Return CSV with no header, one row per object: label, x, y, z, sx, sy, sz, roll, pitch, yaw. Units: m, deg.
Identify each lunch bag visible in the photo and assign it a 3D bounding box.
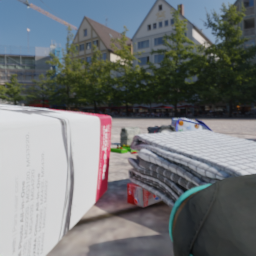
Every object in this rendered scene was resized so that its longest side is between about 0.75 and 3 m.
lunch bag,2.518,0.126,11.059,1.574,0.974,1.338,14,3,-1
lunch bag,0.089,0.292,10.193,0.782,0.656,0.545,-3,4,-43

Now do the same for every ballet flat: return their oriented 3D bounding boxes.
ballet flat,1.616,0.652,2.000,2.731,0.928,0.934,-12,17,-22

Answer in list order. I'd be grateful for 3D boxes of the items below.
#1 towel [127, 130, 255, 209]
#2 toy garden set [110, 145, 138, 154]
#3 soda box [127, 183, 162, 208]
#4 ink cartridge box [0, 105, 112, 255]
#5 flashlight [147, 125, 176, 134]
towel,0.989,0.550,3.264,1.443,0.746,1.742,-2,12,-36
toy garden set,0.296,0.572,8.392,1.383,0.276,1.153,-3,4,-43
soda box,0.354,0.817,3.732,0.283,0.257,0.810,3,3,43
ink cartridge box,-1.448,0.339,2.752,1.986,1.140,2.734,7,4,10
flashlight,1.243,0.276,10.486,0.792,0.789,2.331,-3,-2,-3
